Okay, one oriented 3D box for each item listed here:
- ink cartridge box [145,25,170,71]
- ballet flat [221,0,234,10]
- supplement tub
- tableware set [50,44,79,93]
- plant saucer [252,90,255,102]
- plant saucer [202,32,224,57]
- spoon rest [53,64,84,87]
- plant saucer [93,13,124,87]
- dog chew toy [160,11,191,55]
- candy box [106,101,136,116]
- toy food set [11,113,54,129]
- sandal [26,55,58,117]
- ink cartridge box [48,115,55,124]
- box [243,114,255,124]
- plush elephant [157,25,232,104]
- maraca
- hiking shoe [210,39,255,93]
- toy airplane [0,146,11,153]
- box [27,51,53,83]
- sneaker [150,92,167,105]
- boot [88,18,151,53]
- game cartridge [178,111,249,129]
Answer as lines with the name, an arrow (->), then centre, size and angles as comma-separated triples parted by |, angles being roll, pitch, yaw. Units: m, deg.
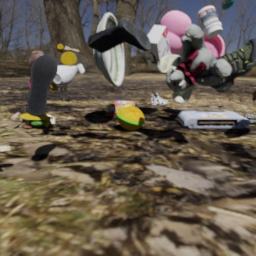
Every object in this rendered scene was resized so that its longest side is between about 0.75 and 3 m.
ink cartridge box -> 1.017, -2.714, 9.591 | 0.511, 1.233, 0.905 | 16, 62, 24
ballet flat -> 3.327, -4.281, 9.361 | 0.406, 0.384, 1.206 | -18, 6, 15
supplement tub -> 2.729, -3.529, 9.371 | 0.620, 0.883, 0.620 | -18, -9, -3
tableware set -> -2.172, -1.833, 8.568 | 1.028, 1.526, 0.234 | 15, -12, -6
plant saucer -> 4.565, -1.482, 8.627 | 1.825, 0.269, 1.825 | -36, -9, -7
plant saucer -> 3.308, -3.284, 12.029 | 1.628, 1.628, 0.413 | 7, -2, 26
spoon rest -> -1.716, -1.535, 7.968 | 1.270, 0.631, 0.385 | -10, 22, 35
plant saucer -> -0.793, -2.925, 10.777 | 0.685, 2.730, 2.730 | -3, 13, 15
dog chew toy -> 1.742, -3.705, 11.694 | 1.331, 2.137, 1.331 | 25, 5, -2
candy box -> -0.310, -1.001, 14.214 | 1.059, 0.512, 1.814 | 5, 16, 18
toy food set -> -3.748, -0.246, 11.111 | 1.538, 0.502, 0.905 | 2, 16, -12
sandal -> -2.010, -0.976, 6.379 | 0.562, 1.497, 0.337 | 16, -12, -24
ink cartridge box -> -3.523, -0.353, 11.981 | 0.506, 0.291, 0.863 | -9, 16, -33
box -> 5.555, -0.342, 11.940 | 1.197, 0.294, 0.964 | 7, 12, 27
plush elephant -> 1.682, -1.627, 7.978 | 1.548, 1.647, 1.999 | -36, -5, 6
maraca -> 0.126, -0.413, 10.932 | 1.148, 0.896, 1.674 | 23, 16, 2
hiking shoe -> 3.935, -2.457, 10.748 | 1.227, 2.437, 0.923 | 22, 34, -24
toy airplane -> -3.897, 0.514, 6.035 | 1.950, 1.382, 1.958 | 5, 11, 15
box -> -2.958, -1.945, 9.491 | 0.432, 1.153, 0.577 | -19, -4, -40
sneaker -> 1.898, -1.802, 17.047 | 1.134, 0.738, 0.452 | -3, 15, -15
boot -> -0.239, -2.155, 7.134 | 1.327, 0.435, 1.093 | -14, -36, 43
game cartridge -> 3.452, -0.367, 11.720 | 2.567, 0.533, 1.710 | 0, 18, -1
